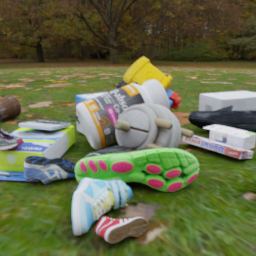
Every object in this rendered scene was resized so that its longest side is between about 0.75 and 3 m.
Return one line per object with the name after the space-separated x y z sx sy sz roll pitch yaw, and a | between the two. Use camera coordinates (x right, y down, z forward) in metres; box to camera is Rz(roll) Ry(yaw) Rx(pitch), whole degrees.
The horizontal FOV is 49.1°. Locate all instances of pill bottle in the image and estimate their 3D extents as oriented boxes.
-0.155 -0.517 9.300 2.808 1.634 1.634 -24 23 -15 | pill bottle

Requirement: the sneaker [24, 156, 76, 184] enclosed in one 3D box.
-1.854 1.082 6.958 1.467 0.565 0.555 13 13 -23 | sneaker

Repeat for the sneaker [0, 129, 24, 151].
-3.301 0.262 7.273 1.325 0.495 0.534 7 18 24 | sneaker

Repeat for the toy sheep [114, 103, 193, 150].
0.596 0.157 7.807 1.891 1.891 2.743 13 -8 38 | toy sheep

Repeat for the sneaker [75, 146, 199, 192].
0.232 0.826 6.754 2.944 1.130 1.233 2 20 1 | sneaker

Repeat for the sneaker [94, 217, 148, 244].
-0.134 1.743 4.956 0.966 0.344 0.543 2 -2 -42 | sneaker

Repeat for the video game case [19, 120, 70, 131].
-2.617 -0.084 8.864 1.189 0.139 1.081 5 9 19 | video game case

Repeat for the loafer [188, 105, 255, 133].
3.771 -0.364 10.686 2.871 1.008 0.975 7 -20 17 | loafer

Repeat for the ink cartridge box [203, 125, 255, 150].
3.389 0.328 9.520 0.900 0.517 1.537 -11 20 -40 | ink cartridge box

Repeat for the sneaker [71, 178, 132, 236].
-0.469 1.441 5.435 1.092 0.666 1.673 -1 17 1 | sneaker

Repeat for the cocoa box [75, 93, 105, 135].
-0.751 -0.587 10.988 2.230 1.463 1.487 -10 19 -31 | cocoa box

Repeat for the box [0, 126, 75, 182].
-2.870 0.605 8.278 1.820 0.711 2.985 1 15 6 | box

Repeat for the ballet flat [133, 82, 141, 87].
0.536 -1.399 11.269 0.417 0.419 1.225 18 -19 40 | ballet flat

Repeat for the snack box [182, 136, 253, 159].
2.767 0.585 8.874 0.751 0.254 2.090 5 9 -43 | snack box

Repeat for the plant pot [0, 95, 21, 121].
-5.704 -0.827 12.778 1.101 1.101 1.090 7 26 24 | plant pot

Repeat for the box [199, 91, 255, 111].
4.632 -0.873 12.402 2.532 1.234 1.575 -6 17 -19 | box

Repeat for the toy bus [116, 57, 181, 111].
0.985 -1.374 12.796 2.684 2.796 1.897 32 58 11 | toy bus
